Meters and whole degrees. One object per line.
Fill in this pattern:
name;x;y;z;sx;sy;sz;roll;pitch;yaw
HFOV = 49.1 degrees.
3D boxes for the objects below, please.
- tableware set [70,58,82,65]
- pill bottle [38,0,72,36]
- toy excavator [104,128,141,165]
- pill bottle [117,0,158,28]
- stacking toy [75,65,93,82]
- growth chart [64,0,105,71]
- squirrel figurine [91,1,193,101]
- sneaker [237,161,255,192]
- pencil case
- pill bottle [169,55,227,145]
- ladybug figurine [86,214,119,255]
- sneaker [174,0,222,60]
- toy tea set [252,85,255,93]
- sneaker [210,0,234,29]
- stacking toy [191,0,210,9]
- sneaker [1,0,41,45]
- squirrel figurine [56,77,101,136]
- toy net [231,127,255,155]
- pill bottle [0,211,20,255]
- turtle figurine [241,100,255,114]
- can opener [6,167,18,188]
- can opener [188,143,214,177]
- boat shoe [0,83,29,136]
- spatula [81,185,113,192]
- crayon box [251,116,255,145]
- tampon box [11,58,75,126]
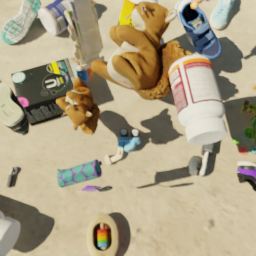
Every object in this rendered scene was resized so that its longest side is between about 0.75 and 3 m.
tableware set;-1.920;-3.077;12.486;1.142;0.159;1.367;-21;36;-19
pill bottle;-2.978;-5.590;13.424;1.308;1.308;2.356;40;69;19
toy excavator;-0.197;0.741;10.579;1.311;0.673;1.348;3;71;3
pill bottle;0.342;-4.290;10.619;1.267;2.319;1.267;12;39;-10
stacking toy;-1.698;-2.657;12.353;0.726;0.687;1.251;28;55;23
growth chart;-1.470;-3.388;9.541;0.243;2.738;1.981;-2;15;28
squirrel figurine;0.746;-2.531;9.277;2.975;2.106;2.777;31;81;-18
sneaker;4.858;1.881;9.963;1.997;0.694;0.993;11;68;11
pencil case;-1.208;1.124;6.930;1.118;0.517;0.476;-17;103;13
pill bottle;1.974;-0.773;7.940;1.279;1.279;2.334;-6;67;-3
ladybug figurine;-0.812;3.600;9.088;1.038;0.550;1.530;-1;62;-1
sneaker;2.646;-3.667;10.550;0.976;1.085;2.639;-37;103;13
toy tea set;4.946;-1.199;9.642;1.324;0.787;0.490;31;104;42
sneaker;4.663;-5.946;13.792;0.888;0.984;2.402;17;64;10
stacking toy;2.513;-4.334;8.878;1.400;0.813;0.768;-46;32;6
sneaker;-5.003;-5.011;13.391;1.005;1.182;2.591;40;90;-14
squirrel figurine;-1.273;-0.451;7.962;1.032;1.459;1.362;-39;35;9
toy net;4.890;0.901;10.591;1.005;0.370;1.916;-30;67;-16
pill bottle;-4.887;3.102;8.854;2.580;1.414;1.414;17;64;9
turtle figurine;5.229;-0.628;11.318;1.210;0.483;1.501;22;65;11
can opener;-4.217;1.795;10.222;0.263;0.210;0.787;1;64;2
can opener;2.783;0.770;10.538;0.748;0.597;2.236;15;63;7
boat shoe;-3.310;-0.537;7.765;0.743;0.699;2.069;-39;52;-8
spatula;-0.800;1.651;7.587;0.472;1.670;0.172;12;74;-26
crayon box;5.730;0.177;10.639;1.894;0.552;1.125;9;62;-11
tampon box;-3.167;-1.428;11.186;2.306;1.456;1.728;-20;64;-10
